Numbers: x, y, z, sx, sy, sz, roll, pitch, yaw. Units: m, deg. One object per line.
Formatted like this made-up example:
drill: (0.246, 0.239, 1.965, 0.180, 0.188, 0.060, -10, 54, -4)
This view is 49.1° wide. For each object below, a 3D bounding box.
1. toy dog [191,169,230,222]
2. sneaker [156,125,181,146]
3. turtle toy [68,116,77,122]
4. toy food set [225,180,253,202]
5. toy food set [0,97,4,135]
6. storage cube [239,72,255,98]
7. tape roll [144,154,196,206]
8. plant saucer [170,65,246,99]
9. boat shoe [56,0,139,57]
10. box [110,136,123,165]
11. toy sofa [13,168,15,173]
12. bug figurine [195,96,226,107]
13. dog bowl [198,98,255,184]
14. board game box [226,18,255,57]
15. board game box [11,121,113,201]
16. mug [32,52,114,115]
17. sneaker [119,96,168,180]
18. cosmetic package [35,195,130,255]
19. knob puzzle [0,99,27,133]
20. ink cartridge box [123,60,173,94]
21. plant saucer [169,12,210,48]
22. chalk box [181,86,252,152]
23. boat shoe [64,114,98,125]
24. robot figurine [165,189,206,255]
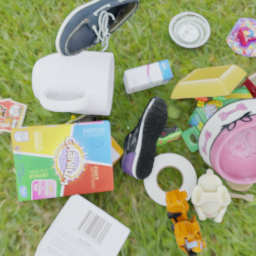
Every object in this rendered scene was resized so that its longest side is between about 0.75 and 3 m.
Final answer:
toy dog: (2.489, 2.210, 8.756, 1.062, 1.521, 1.475, -10, 47, 8)
sneaker: (1.253, 0.264, 10.175, 1.341, 0.515, 0.562, -14, 57, -8)
turtle toy: (-1.929, -0.058, 10.208, 0.398, 0.574, 0.787, 4, 68, -27)
toy food set: (3.921, 1.715, 9.827, 1.074, 0.312, 1.556, 8, 79, 10)
toy food set: (-5.377, -0.646, 10.322, 1.618, 0.471, 2.344, -38, 80, -10)
storage cube: (4.936, -1.465, 10.286, 1.272, 1.144, 1.087, -32, 76, -10)
tape roll: (1.432, 1.775, 9.644, 1.810, 0.331, 1.810, -1, 78, 6)
plant saucer: (2.667, -1.617, 9.426, 2.010, 2.011, 0.487, -39, 120, -43)
boat shoe: (-0.764, -2.818, 7.648, 0.870, 1.053, 2.814, 29, 58, 23)
box: (-1.494, 1.155, 9.865, 2.447, 0.507, 1.457, -40, 78, -9)
toy sofa: (-3.047, 1.232, 9.585, 1.542, 0.752, 0.639, -29, 100, 12)
bug figurine: (2.786, -1.218, 9.203, 1.024, 0.340, 1.321, 17, 56, 27)
dog bowl: (3.644, 0.549, 8.567, 2.789, 2.789, 1.028, -5, 32, -2)
board game box: (4.953, -3.778, 11.381, 1.439, 0.355, 1.821, 33, 77, 9)
board game box: (-2.000, 0.994, 8.849, 2.936, 0.592, 2.246, -5, 98, -10)
mug: (-1.890, -1.381, 9.450, 2.553, 2.149, 2.912, 4, 34, 1)
sneaker: (0.369, 0.231, 9.518, 1.232, 1.066, 2.815, 15, 87, 47)
cosmetic package: (-1.358, 3.196, 8.117, 1.815, 2.169, 1.804, 34, 69, -3)
knob puzzle: (-4.456, -0.472, 10.133, 1.409, 0.195, 1.409, 3, 83, -22)
ink cartridge box: (0.668, -1.850, 10.330, 1.625, 1.174, 0.688, -17, 88, -5)
plant saucer: (2.458, -3.888, 11.380, 1.648, 0.414, 1.648, 0, 74, 1)
chalk box: (3.109, -0.062, 9.665, 2.479, 1.536, 1.547, -26, 74, -7)
boat shoe: (-1.726, -0.024, 9.673, 1.674, 0.543, 0.613, -44, 116, -34)
robot figurine: (1.693, 2.897, 8.144, 0.753, 2.588, 1.876, -19, 51, 7)
